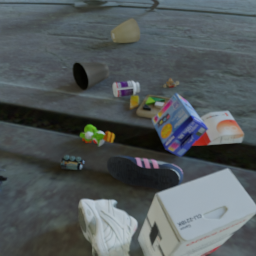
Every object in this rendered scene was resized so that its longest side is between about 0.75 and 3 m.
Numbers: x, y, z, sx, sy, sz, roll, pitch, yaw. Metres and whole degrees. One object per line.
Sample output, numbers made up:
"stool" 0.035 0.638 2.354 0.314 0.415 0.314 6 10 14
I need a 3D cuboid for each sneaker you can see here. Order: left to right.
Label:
"sneaker" -0.297 2.822 7.159 1.424 1.117 2.866 -9 39 -22
"sneaker" 0.570 1.461 9.418 2.587 0.907 1.061 12 9 24

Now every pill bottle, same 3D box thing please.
"pill bottle" -0.098 -1.925 13.788 1.255 0.706 0.706 -7 37 -9

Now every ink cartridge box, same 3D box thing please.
"ink cartridge box" 1.929 -0.026 10.530 0.870 1.556 2.280 26 25 -31
"ink cartridge box" 1.420 2.259 6.432 1.882 2.608 1.092 -14 54 -19
"ink cartridge box" 3.374 -0.024 11.520 2.120 0.531 1.719 -2 35 -4

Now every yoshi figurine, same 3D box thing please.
"yoshi figurine" -1.252 0.201 11.029 1.353 0.761 0.758 5 31 22

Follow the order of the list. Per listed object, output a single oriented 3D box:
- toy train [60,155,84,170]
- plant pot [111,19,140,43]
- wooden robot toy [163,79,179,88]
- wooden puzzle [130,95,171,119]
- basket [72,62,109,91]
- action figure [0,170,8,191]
"toy train" -1.995 1.265 9.925 0.821 0.350 0.468 7 52 4
"plant pot" -0.302 -6.801 20.128 1.741 1.631 1.631 -22 41 -17
"wooden robot toy" 2.302 -2.413 14.909 0.940 0.427 0.414 -10 37 -13
"wooden puzzle" 1.386 -1.003 13.014 2.890 0.338 1.950 7 35 9
"basket" -1.914 -2.884 14.939 1.661 1.498 1.130 -25 4 -43
"action figure" -4.545 1.824 8.563 1.225 1.052 2.061 -5 37 12
